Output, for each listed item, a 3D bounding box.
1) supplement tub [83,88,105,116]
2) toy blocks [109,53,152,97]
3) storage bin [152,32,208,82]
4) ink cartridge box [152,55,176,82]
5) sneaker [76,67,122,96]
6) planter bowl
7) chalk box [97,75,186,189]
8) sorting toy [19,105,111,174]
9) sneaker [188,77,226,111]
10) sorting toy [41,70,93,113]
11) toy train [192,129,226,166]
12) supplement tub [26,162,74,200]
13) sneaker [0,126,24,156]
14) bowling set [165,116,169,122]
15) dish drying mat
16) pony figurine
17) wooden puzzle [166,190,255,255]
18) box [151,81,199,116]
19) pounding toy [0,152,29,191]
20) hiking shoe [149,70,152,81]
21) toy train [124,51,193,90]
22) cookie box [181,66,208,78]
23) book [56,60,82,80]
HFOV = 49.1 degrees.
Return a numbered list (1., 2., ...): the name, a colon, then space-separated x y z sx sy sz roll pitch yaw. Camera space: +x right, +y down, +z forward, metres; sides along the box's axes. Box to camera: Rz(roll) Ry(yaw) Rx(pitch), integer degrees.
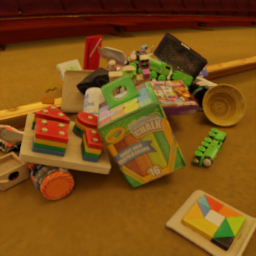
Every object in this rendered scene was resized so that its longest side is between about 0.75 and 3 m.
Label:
1. supplement tub: -1.256 -0.767 10.498 0.821 0.821 1.244 1 65 1
2. toy blocks: 0.079 -1.442 9.709 1.563 1.408 1.673 -5 54 1
3. storage bin: 2.337 -3.214 12.588 2.227 1.044 1.505 34 24 -4
4. ink cartridge box: 1.780 -2.378 13.218 0.836 1.448 1.991 9 -6 17
5. sneaker: -1.063 -2.085 11.650 2.562 0.973 1.163 -2 48 39
6. planter bowl: 3.858 -0.872 11.573 1.734 1.734 0.722 1 -8 1
7. chalk box: 0.230 -0.068 7.916 1.742 2.800 1.733 -24 27 8
8. sorting toy: -1.703 0.145 7.986 2.335 0.812 2.321 12 25 -20
9. sneaker: 3.201 -1.598 13.043 2.910 1.217 1.757 23 27 34
10. sorting toy: -2.436 -1.637 12.636 2.719 0.364 2.026 1 73 -2
11. toy train: 2.827 0.662 9.560 0.632 0.468 2.242 24 35 22
12. supplement tub: -2.230 1.104 7.911 1.087 1.087 1.774 -15 38 -25
13. sneaker: -4.041 0.501 9.506 2.118 0.816 0.867 4 34 9
14. bowling set: 1.425 -0.615 11.331 1.662 1.282 2.389 17 43 5
15. dish drying mat: -1.732 -2.829 13.345 0.271 2.982 1.145 23 33 21
16. pony figurine: -0.047 -2.586 13.179 2.708 2.806 2.336 6 -7 13
17. wooden puzzle: 2.032 2.240 6.735 1.740 0.324 1.610 21 35 34
18. box: 1.251 -1.117 10.527 2.325 0.455 1.591 -5 45 -18
19. pounding toy: -3.571 1.444 7.926 1.181 0.615 1.344 26 41 37
20. hiking shoe: 0.480 -2.702 15.004 2.627 0.977 1.139 9 47 11
21. toy train: 1.286 -2.287 11.427 2.965 0.836 0.619 20 11 -16
22. cookie box: 3.213 -2.888 15.342 1.459 0.641 1.706 -22 14 -34
23. book: -2.792 -2.521 14.318 1.165 1.744 0.419 -26 0 -38
